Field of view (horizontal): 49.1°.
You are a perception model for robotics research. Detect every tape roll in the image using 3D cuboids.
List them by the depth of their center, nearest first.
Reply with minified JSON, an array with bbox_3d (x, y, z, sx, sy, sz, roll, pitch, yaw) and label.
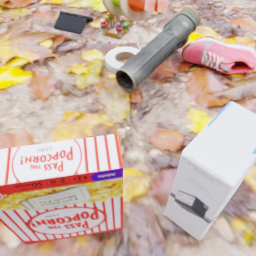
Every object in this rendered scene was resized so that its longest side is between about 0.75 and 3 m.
[{"bbox_3d":[-0.099,-2.264,9.394,1.354,0.247,1.354,0,48,-1],"label":"tape roll"}]

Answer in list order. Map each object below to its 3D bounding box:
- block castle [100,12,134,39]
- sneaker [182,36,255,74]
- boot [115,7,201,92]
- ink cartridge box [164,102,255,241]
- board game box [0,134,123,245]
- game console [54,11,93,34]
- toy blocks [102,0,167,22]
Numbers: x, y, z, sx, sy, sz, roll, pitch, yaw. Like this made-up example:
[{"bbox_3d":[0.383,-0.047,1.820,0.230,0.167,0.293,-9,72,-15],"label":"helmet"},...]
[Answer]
[{"bbox_3d":[-0.392,-4.077,10.759,0.931,0.653,1.393,19,51,17],"label":"block castle"},{"bbox_3d":[2.937,-2.248,8.952,2.407,0.887,1.044,6,49,5],"label":"sneaker"},{"bbox_3d":[0.794,-2.220,8.715,1.019,2.554,2.809,39,84,1],"label":"boot"},{"bbox_3d":[1.606,0.873,5.237,0.921,2.199,1.595,34,56,24],"label":"ink cartridge box"},{"bbox_3d":[-1.074,1.169,4.687,1.959,2.586,0.599,-8,54,-6],"label":"board game box"},{"bbox_3d":[-2.165,-4.219,11.252,1.213,0.706,1.066,17,20,14],"label":"game console"},{"bbox_3d":[-0.074,-3.039,5.754,1.008,2.313,2.775,-54,38,9],"label":"toy blocks"}]
